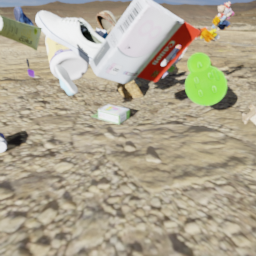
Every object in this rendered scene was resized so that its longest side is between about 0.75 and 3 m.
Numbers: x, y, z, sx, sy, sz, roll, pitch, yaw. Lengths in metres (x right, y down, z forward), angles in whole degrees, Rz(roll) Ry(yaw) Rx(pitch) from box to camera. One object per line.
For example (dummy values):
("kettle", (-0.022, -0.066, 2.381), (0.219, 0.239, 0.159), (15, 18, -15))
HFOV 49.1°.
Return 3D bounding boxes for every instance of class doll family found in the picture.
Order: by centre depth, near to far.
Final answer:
("doll family", (3.382, -3.880, 10.769), (1.122, 1.807, 0.814), (-5, 60, -50))

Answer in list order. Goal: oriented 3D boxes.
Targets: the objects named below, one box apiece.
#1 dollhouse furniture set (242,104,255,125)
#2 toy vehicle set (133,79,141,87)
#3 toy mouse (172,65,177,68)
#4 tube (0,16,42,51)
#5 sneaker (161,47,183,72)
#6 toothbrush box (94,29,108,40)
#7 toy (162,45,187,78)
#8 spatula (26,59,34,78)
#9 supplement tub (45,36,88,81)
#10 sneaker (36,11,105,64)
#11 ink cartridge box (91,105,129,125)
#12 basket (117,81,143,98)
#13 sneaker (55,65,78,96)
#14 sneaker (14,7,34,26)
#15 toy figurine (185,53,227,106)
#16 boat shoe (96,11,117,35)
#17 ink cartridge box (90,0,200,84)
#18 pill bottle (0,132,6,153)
("dollhouse furniture set", (5.072, -0.422, 11.398), (0.534, 0.625, 1.207), (42, 28, -5))
("toy vehicle set", (0.106, -2.684, 16.548), (0.859, 0.183, 1.383), (-10, 27, -21))
("toy mouse", (1.294, -3.501, 12.828), (2.068, 1.837, 0.400), (-3, -11, 39))
("tube", (-2.545, -2.249, 6.576), (0.458, 0.409, 1.577), (-31, -5, 17))
("sneaker", (1.517, -2.811, 11.048), (0.764, 0.788, 2.158), (41, -7, -4))
("toothbrush box", (-1.006, -2.944, 10.257), (0.452, 1.059, 0.775), (21, 71, 24))
("toy", (2.284, -3.587, 13.635), (0.595, 1.450, 2.518), (36, 47, -10))
("spatula", (-3.749, -2.288, 10.615), (0.265, 0.096, 0.939), (11, 43, -47))
("supplement tub", (-2.423, -3.024, 10.937), (1.457, 1.457, 2.004), (-9, 61, -18))
("sneaker", (-1.724, -3.116, 9.037), (2.738, 0.969, 1.000), (34, 42, 2))
("ink cartridge box", (-0.770, -0.618, 11.777), (1.490, 0.442, 0.774), (15, 29, 30))
("basket", (0.061, -1.970, 14.714), (0.982, 1.025, 1.375), (-33, 26, 6))
("sneaker", (-2.221, -1.584, 9.603), (0.459, 1.119, 0.414), (-27, 8, 32))
("sneaker", (-4.386, -4.503, 11.861), (0.638, 1.552, 0.574), (-23, 71, -17))
("toy figurine", (2.654, -1.808, 9.565), (1.306, 1.739, 1.601), (-16, 15, 27))
("boat shoe", (-0.642, -4.109, 12.216), (2.210, 0.837, 0.793), (51, 40, 6))
("ink cartridge box", (0.644, -2.056, 7.570), (2.691, 2.188, 0.768), (11, 44, -41))
("pill bottle", (-4.344, 0.480, 9.360), (0.483, 0.483, 0.835), (-14, 29, -27))
